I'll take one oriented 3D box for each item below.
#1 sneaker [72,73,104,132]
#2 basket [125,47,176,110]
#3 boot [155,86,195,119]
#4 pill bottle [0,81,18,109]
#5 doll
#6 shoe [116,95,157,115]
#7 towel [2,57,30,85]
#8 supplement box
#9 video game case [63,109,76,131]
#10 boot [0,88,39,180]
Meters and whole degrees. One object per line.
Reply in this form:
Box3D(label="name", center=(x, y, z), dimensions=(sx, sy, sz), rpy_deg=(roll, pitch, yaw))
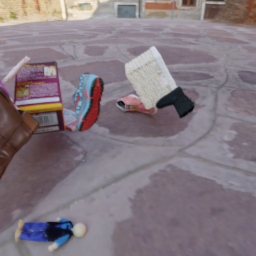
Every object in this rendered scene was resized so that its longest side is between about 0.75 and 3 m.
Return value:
Box3D(label="sneaker", center=(-1.413, -0.855, 9.269), dimensions=(0.952, 1.993, 0.790), rpy_deg=(31, 23, 32))
Box3D(label="basket", center=(0.912, -1.961, 11.126), dimensions=(1.494, 1.841, 1.857), rpy_deg=(-29, 23, 9))
Box3D(label="boot", center=(1.675, -0.780, 9.922), dimensions=(1.003, 1.224, 0.453), rpy_deg=(60, 16, 23))
Box3D(label="pill bottle", center=(-4.450, -0.883, 8.271), dimensions=(1.672, 1.672, 2.978), rpy_deg=(-21, 58, -33))
Box3D(label="doll", center=(-2.052, 2.823, 7.567), dimensions=(1.803, 0.437, 1.230), rpy_deg=(2, 20, -10))
Box3D(label="shoe", center=(0.387, -1.111, 14.467), dimensions=(1.060, 0.832, 2.330), rpy_deg=(-22, 30, -32))
Box3D(label="towel", center=(-3.781, -1.963, 9.471), dimensions=(1.058, 0.171, 1.011), rpy_deg=(-44, 22, 9))
Box3D(label="supplement box", center=(-3.373, -1.206, 10.668), dimensions=(1.616, 1.254, 2.929), rpy_deg=(-7, 46, -12))
Box3D(label="video game case", center=(-2.965, -0.425, 13.816), dimensions=(1.935, 0.169, 1.384), rpy_deg=(18, 33, 30))
Box3D(label="boot", center=(-3.468, 0.313, 6.073), dimensions=(0.831, 2.412, 2.588), rpy_deg=(3, 56, 48))
